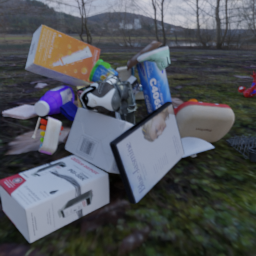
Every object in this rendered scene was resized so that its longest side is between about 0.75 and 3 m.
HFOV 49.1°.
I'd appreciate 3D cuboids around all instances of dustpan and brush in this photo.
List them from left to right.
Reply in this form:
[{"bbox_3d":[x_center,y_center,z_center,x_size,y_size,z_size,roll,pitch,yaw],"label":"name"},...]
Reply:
[{"bbox_3d":[1.752,0.539,8.573,1.101,0.451,1.577,-15,29,-13],"label":"dustpan and brush"}]

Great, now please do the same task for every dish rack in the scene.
[{"bbox_3d":[3.853,0.509,8.472,1.304,0.464,1.700,-3,20,-10],"label":"dish rack"}]

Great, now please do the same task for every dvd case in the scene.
[{"bbox_3d":[0.516,0.471,6.080,0.177,1.440,2.018,4,30,44],"label":"dvd case"}]

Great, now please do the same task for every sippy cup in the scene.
[{"bbox_3d":[-0.798,-1.771,9.460,0.772,0.827,1.053,28,10,2],"label":"sippy cup"}]

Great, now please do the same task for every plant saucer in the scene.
[{"bbox_3d":[0.574,-2.953,11.271,1.775,0.325,1.775,-36,11,8],"label":"plant saucer"}]

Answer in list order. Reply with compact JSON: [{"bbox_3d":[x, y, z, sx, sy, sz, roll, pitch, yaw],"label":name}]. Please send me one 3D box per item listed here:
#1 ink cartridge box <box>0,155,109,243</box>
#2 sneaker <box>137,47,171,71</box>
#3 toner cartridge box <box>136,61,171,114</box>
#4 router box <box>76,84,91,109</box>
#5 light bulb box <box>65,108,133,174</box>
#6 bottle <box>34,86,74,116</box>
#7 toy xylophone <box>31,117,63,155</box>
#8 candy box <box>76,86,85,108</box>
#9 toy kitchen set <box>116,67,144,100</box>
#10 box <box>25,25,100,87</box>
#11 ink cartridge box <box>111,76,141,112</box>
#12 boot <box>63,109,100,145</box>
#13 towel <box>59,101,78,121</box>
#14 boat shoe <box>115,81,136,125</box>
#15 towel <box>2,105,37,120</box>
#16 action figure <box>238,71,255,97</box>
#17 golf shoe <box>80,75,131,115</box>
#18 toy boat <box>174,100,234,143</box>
[{"bbox_3d":[-1.482,1.317,5.764,1.817,0.753,1.334,-18,27,-40],"label":"ink cartridge box"},{"bbox_3d":[0.986,-2.387,10.104,1.345,0.793,0.495,-24,17,-24],"label":"sneaker"},{"bbox_3d":[1.101,-1.805,11.670,1.094,2.304,0.497,-30,24,-34],"label":"toner cartridge box"},{"bbox_3d":[-1.412,-1.338,11.940,1.372,1.028,0.426,-25,37,-17],"label":"router box"},{"bbox_3d":[-0.214,0.391,6.833,1.778,1.119,1.794,19,0,45],"label":"light bulb box"},{"bbox_3d":[-3.176,-1.135,12.170,0.809,1.035,2.478,5,21,12],"label":"bottle"},{"bbox_3d":[-2.328,0.159,8.071,0.836,1.141,0.287,30,-34,-28],"label":"toy xylophone"},{"bbox_3d":[-1.394,-1.391,12.805,1.834,1.059,0.507,-7,21,-19],"label":"candy box"},{"bbox_3d":[0.200,-2.116,13.482,1.411,1.919,2.395,-3,20,-1],"label":"toy kitchen set"},{"bbox_3d":[-2.868,-3.051,12.456,2.758,1.716,1.344,15,-9,-32],"label":"box"},{"bbox_3d":[-0.168,-1.275,11.131,0.302,0.767,1.542,38,80,30],"label":"ink cartridge box"},{"bbox_3d":[-1.491,0.131,8.167,0.542,1.686,1.571,41,29,-8],"label":"boot"},{"bbox_3d":[-2.400,-0.697,11.645,0.786,0.264,1.064,45,20,-7],"label":"towel"},{"bbox_3d":[-0.056,-0.722,9.739,0.672,1.865,0.662,-19,8,-38],"label":"boat shoe"},{"bbox_3d":[-4.432,-0.678,12.087,1.347,0.227,1.411,9,22,24],"label":"towel"},{"bbox_3d":[7.113,-2.118,14.473,0.943,1.430,2.889,-18,24,-41],"label":"action figure"},{"bbox_3d":[-0.630,-0.834,6.640,1.018,0.838,2.155,-1,10,-12],"label":"golf shoe"},{"bbox_3d":[2.277,-0.390,9.072,2.145,1.400,1.402,4,42,-17],"label":"toy boat"}]
